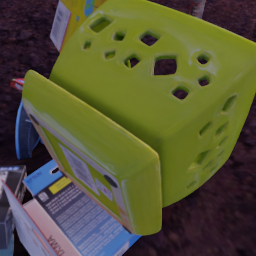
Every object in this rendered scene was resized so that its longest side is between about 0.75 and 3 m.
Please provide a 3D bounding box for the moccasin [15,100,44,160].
[{"bbox_3d":[-2.727,-0.195,8.134,0.880,1.039,2.581,4,45,-15],"label":"moccasin"}]

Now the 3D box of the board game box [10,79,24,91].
[{"bbox_3d":[-2.225,-0.999,8.891,2.695,0.262,1.388,25,19,20],"label":"board game box"}]

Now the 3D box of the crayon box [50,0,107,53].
[{"bbox_3d":[-0.839,-2.128,6.010,0.705,1.761,2.775,5,35,-34],"label":"crayon box"}]

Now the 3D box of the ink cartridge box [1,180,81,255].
[{"bbox_3d":[-1.205,2.313,5.041,0.588,2.343,2.700,-29,54,-35],"label":"ink cartridge box"}]

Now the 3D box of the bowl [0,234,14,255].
[{"bbox_3d":[-2.696,2.541,6.001,0.424,0.810,0.810,8,45,-25],"label":"bowl"}]

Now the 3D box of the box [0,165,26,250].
[{"bbox_3d":[-3.781,1.621,5.966,2.769,0.689,2.184,1,21,-10],"label":"box"}]

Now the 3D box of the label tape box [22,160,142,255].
[{"bbox_3d":[-0.891,1.726,6.507,1.887,0.871,2.634,-35,59,-26],"label":"label tape box"}]

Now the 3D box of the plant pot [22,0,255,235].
[{"bbox_3d":[0.085,-0.072,4.201,2.491,2.503,2.271,33,63,28],"label":"plant pot"}]

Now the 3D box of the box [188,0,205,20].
[{"bbox_3d":[1.973,-3.502,8.007,0.381,1.912,1.309,12,69,9],"label":"box"}]
